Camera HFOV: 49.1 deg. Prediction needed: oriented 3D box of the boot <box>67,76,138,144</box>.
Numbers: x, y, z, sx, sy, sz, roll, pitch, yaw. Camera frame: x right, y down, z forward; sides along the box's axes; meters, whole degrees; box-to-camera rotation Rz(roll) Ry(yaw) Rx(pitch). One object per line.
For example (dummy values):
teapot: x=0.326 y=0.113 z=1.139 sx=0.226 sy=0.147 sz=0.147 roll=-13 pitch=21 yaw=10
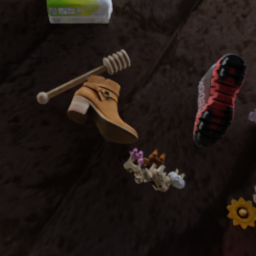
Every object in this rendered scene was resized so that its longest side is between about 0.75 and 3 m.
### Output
boot: x=-0.516 y=-0.556 z=7.970 sx=2.102 sy=0.806 sz=1.632 roll=22 pitch=51 yaw=0

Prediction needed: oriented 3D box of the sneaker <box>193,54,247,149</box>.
sneaker: x=2.398 y=-0.696 z=7.861 sx=0.934 sy=1.291 sz=2.643 roll=18 pitch=90 yaw=-10

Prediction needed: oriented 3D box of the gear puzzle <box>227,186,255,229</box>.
gear puzzle: x=3.888 y=2.077 z=6.840 sx=2.938 sy=0.385 sz=1.522 roll=-7 pitch=55 yaw=0

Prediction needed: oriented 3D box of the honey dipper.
honey dipper: x=-1.356 y=-1.494 z=8.407 sx=2.970 sy=0.564 sz=0.564 roll=-27 pitch=69 yaw=-9

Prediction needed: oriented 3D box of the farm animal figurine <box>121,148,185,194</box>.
farm animal figurine: x=0.539 y=1.164 z=7.028 sx=1.370 sy=1.386 sz=0.723 roll=41 pitch=62 yaw=-14

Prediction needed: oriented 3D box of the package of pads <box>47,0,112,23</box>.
package of pads: x=-1.686 y=-4.818 z=9.606 sx=2.094 sy=0.924 sz=2.710 roll=-3 pitch=68 yaw=-9

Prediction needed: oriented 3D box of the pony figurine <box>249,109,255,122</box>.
pony figurine: x=4.380 y=-0.602 z=7.472 sx=1.757 sy=1.820 sz=1.516 roll=17 pitch=102 yaw=6
